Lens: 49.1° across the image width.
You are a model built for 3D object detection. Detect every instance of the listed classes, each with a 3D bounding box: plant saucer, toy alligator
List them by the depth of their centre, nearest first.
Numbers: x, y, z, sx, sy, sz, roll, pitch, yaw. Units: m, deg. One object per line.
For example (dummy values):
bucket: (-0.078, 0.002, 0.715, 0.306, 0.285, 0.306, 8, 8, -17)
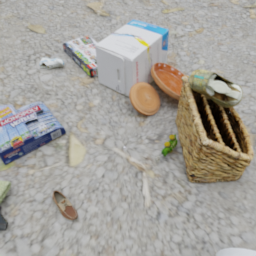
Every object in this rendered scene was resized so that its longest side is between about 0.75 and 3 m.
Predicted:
toy alligator: (1.358, 0.691, 9.304, 0.297, 0.410, 1.236, 16, 59, 41)
plant saucer: (0.671, -1.132, 10.712, 1.367, 0.221, 1.367, 11, 66, -27)
plant saucer: (1.807, -1.793, 11.184, 2.142, 0.346, 2.142, 23, 38, -20)

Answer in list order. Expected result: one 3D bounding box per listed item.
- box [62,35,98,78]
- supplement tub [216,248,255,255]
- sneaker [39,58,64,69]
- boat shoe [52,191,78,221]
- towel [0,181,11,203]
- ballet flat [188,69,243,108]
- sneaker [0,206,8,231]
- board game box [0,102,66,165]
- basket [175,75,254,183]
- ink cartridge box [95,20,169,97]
box: (-1.818, -3.407, 13.109, 1.446, 0.456, 2.627, -27, 53, -23)
supplement tub: (2.300, 4.009, 5.392, 1.954, 1.954, 2.688, 16, 50, 14)
sneaker: (-3.452, -2.878, 12.700, 1.146, 0.439, 0.463, 4, 55, 13)
boat shoe: (-1.856, 2.224, 8.063, 1.096, 0.394, 0.415, 35, 57, 28)
towel: (-4.111, 2.101, 8.078, 1.064, 0.262, 1.434, 2, 46, 26)
ballet flat: (2.950, -1.137, 8.639, 2.521, 0.891, 0.891, 15, 39, -33)
sneaker: (-3.569, 2.558, 7.890, 0.406, 0.286, 0.764, 3, 48, -13)
board game box: (-3.823, -0.167, 10.010, 2.312, 0.713, 2.311, -30, 55, -24)
basket: (2.813, -0.021, 8.888, 2.104, 2.196, 2.948, -2, 47, -2)
ink cartridge box: (0.201, -2.913, 11.656, 1.883, 1.917, 2.603, 27, 53, 25)
